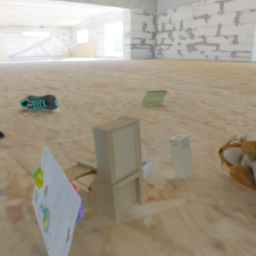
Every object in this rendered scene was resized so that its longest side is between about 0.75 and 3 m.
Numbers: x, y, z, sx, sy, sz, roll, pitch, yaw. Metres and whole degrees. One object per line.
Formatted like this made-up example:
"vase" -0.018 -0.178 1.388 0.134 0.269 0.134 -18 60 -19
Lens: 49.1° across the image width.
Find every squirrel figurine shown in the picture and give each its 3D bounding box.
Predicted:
"squirrel figurine" 3.801 1.079 7.494 2.637 1.866 2.461 8 5 -19

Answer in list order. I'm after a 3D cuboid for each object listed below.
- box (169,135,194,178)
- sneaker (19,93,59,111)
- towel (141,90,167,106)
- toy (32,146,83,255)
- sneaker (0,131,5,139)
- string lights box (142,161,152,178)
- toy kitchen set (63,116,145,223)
"box" 1.588 0.832 8.289 0.495 1.205 0.412 -20 16 -35
"sneaker" -4.927 -1.307 15.418 2.686 1.042 1.225 5 25 37
"towel" 1.546 -1.757 16.543 1.465 1.087 0.267 -7 53 -24
"toy" -1.431 1.560 5.993 0.637 1.554 2.699 9 12 -34
"sneaker" -5.471 0.175 11.438 0.821 0.470 0.314 12 54 23
"string lights box" 0.182 1.214 8.687 0.994 0.293 0.511 9 22 28
"toy kitchen set" -0.513 0.640 7.193 2.433 2.195 1.985 13 24 42
